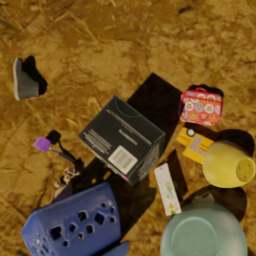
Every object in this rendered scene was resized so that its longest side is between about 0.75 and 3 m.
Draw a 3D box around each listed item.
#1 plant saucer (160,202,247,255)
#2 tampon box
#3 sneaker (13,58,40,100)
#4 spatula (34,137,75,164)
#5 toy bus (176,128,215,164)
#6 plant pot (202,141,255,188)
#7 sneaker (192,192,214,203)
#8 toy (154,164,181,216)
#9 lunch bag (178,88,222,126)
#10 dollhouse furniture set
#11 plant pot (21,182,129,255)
[{"bbox_3d":[2.218,3.740,9.014,2.968,0.571,2.968,-22,48,27],"label":"plant saucer"},{"bbox_3d":[-0.113,0.648,9.661,2.130,2.842,1.794,38,79,16],"label":"tampon box"},{"bbox_3d":[-4.247,-2.082,11.843,0.989,0.696,1.862,-5,80,-8],"label":"sneaker"},{"bbox_3d":[-2.794,0.918,10.833,1.688,0.173,0.477,31,86,-12],"label":"spatula"},{"bbox_3d":[2.933,0.889,10.762,2.334,0.760,0.914,27,75,8],"label":"toy bus"},{"bbox_3d":[3.760,1.377,9.979,1.756,1.246,1.756,-1,93,-20],"label":"plant pot"},{"bbox_3d":[2.533,2.744,10.269,1.271,0.464,0.450,-24,97,-18],"label":"sneaker"},{"bbox_3d":[1.530,2.241,10.234,0.411,1.001,1.739,-2,69,-25],"label":"toy"},{"bbox_3d":[2.903,-0.887,11.281,1.634,0.669,1.439,8,82,-1],"label":"lunch bag"},{"bbox_3d":[-2.186,2.456,10.196,0.912,0.779,1.760,-33,42,30],"label":"dollhouse furniture set"},{"bbox_3d":[-1.561,3.436,8.597,2.521,2.522,2.267,-15,68,-36],"label":"plant pot"}]
